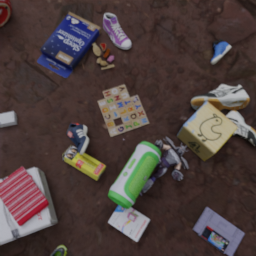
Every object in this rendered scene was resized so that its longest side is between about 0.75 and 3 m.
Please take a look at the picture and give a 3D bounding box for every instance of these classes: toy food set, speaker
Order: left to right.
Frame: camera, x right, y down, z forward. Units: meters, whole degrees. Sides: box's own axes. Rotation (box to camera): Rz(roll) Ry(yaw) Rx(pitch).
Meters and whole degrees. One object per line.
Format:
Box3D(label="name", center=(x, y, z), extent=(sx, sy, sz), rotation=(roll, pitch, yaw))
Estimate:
Box3D(label="toy food set", center=(-1.093, -3.286, 12.776), extent=(0.853, 0.211, 1.342), rotation=(-15, 79, -7))
Box3D(label="speaker", center=(0.258, 1.660, 10.004), extent=(1.032, 1.032, 2.333), rotation=(30, 68, 9))

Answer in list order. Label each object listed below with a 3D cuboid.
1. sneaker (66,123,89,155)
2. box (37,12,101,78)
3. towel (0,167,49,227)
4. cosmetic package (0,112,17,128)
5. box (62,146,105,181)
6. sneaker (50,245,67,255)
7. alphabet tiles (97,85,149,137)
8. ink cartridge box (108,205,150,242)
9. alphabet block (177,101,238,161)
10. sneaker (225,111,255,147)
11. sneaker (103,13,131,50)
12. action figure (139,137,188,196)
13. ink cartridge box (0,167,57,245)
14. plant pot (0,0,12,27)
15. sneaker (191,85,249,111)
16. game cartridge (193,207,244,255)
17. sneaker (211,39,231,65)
Box3D(label="sneaker", center=(-2.006, 0.386, 10.809), extent=(0.764, 1.807, 0.678), rotation=(22, 109, -22))
Box3D(label="box", center=(-2.742, -3.835, 12.880), extent=(1.753, 0.469, 2.895), rotation=(29, 76, 9))
Box3D(label="towel", center=(-3.679, 2.357, 9.692), extent=(1.232, 0.192, 1.704), rotation=(-38, 74, -11))
Box3D(label="cosmetic package", center=(-5.165, -0.337, 11.778), extent=(0.881, 0.358, 0.497), rotation=(-14, 71, -4))
Box3D(label="box", center=(-1.761, 1.386, 11.114), extent=(1.654, 0.415, 0.623), rotation=(31, 55, 9))
Box3D(label="sneaker", center=(-2.762, 4.797, 10.010), extent=(0.486, 0.533, 1.316), rotation=(35, 75, 11))
Box3D(label="alphabet tiles", center=(-0.279, -0.830, 12.090), extent=(1.745, 0.079, 2.088), rotation=(-20, 73, -6))
Box3D(label="ink cartridge box", center=(0.038, 3.475, 10.434), extent=(1.289, 0.545, 0.931), rotation=(31, 75, 8))
Box3D(label="alphabet block", center=(3.047, 0.168, 11.013), extent=(1.539, 1.511, 1.503), rotation=(42, 78, 12))
Box3D(label="sneaker", center=(4.634, 0.172, 11.532), extent=(0.793, 0.684, 1.809), rotation=(-37, 68, 0))
Box3D(label="sneaker", center=(-0.539, -4.429, 12.749), extent=(0.669, 1.052, 1.846), rotation=(-40, 77, -16))
Box3D(label="action figure", center=(1.270, 1.487, 10.868), extent=(2.676, 0.928, 1.741), rotation=(-35, 80, -8))
Box3D(label="ink cartridge box", center=(-4.319, 2.982, 10.227), extent=(2.947, 1.228, 2.140), rotation=(-19, 73, -6))
Box3D(label="plant pot", center=(-6.495, -5.641, 12.696), extent=(1.865, 2.048, 2.048), rotation=(44, 77, 4))
Box3D(label="sneaker", center=(3.813, -1.295, 11.938), extent=(2.436, 0.921, 1.068), rotation=(-3, 57, -4))
Box3D(label="game cartridge", center=(3.364, 3.886, 10.454), extent=(1.635, 0.314, 1.060), rotation=(34, 71, 10))
Box3D(label="sneaker", center=(3.998, -3.498, 12.710), extent=(0.759, 0.524, 1.364), rotation=(44, 73, 7))
